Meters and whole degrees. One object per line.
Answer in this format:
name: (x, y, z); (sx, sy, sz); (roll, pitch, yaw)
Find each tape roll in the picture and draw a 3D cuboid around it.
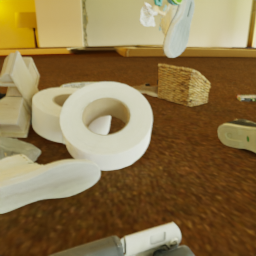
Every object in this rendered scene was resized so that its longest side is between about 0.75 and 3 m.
tape roll: (-1.920, -0.502, 9.665); (2.699, 0.944, 2.699); (9, 26, -4)
tape roll: (-0.587, -0.109, 7.688); (2.470, 0.864, 2.470); (0, 55, 0)

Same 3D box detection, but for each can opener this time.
can opener: (-0.211, 2.025, 4.013); (2.475, 0.660, 0.827); (-10, 22, -21)

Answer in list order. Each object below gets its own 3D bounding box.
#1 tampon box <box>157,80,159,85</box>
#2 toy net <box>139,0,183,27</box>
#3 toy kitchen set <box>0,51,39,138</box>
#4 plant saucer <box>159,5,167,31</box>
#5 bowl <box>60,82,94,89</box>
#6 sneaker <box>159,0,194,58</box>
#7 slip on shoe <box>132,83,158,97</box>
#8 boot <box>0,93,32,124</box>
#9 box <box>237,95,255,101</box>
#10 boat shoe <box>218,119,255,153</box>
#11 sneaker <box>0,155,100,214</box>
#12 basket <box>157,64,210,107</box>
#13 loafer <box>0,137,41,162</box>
tampon box: (2.171, -2.608, 16.573); (0.607, 0.511, 0.809); (17, 27, 39)
toy net: (0.597, -2.513, 5.524); (0.254, 0.690, 1.314); (-5, 40, 49)
toy kitchen set: (-4.442, -1.325, 9.082); (2.345, 2.121, 2.599); (2, 63, 0)
plant saucer: (1.633, -4.888, 12.538); (0.220, 1.141, 1.141); (16, 23, 8)
bowl: (-1.674, -1.254, 12.026); (2.367, 1.111, 2.367); (0, 17, 0)
sneaker: (1.519, -3.352, 9.398); (0.924, 0.953, 2.610); (-1, 56, 38)
slip on shoe: (0.997, -2.160, 15.256); (0.747, 0.595, 1.964); (-16, 26, -36)
boot: (-4.830, -0.934, 11.293); (2.966, 1.027, 2.582); (15, 0, -19)
box: (6.075, -1.492, 14.069); (1.033, 0.179, 0.568); (0, 21, 1)
boat shoe: (3.954, 0.314, 8.112); (0.910, 0.966, 2.691); (-18, 25, -29)
sneaker: (-1.999, 0.980, 6.447); (2.467, 0.909, 1.426); (-10, 26, -22)
basket: (2.785, -2.224, 13.754); (1.707, 1.782, 2.392); (-15, 24, -35)
loafer: (-3.372, 0.595, 7.905); (1.904, 0.666, 0.664); (16, 22, 17)
